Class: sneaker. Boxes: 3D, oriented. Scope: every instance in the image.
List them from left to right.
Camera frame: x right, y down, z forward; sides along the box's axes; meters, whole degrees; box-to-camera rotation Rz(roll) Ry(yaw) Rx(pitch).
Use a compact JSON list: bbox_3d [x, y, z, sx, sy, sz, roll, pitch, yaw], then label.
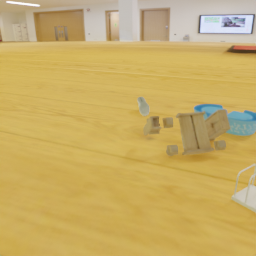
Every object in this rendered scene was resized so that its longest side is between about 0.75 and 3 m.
[{"bbox_3d":[0.572,-0.714,9.974,0.363,0.352,0.995,-16,42,6],"label":"sneaker"}]

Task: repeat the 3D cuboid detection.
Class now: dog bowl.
[{"bbox_3d":[2.983,-0.271,8.635,2.022,0.501,1.127,18,28,38],"label":"dog bowl"}]

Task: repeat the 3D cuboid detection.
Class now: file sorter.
[{"bbox_3d":[2.452,1.112,4.900,0.663,0.595,0.955,-15,25,-34],"label":"file sorter"}]

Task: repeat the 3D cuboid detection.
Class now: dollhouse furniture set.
[{"bbox_3d":[1.477,0.211,7.126,2.004,1.039,0.887,-5,-18,-12],"label":"dollhouse furniture set"}]
